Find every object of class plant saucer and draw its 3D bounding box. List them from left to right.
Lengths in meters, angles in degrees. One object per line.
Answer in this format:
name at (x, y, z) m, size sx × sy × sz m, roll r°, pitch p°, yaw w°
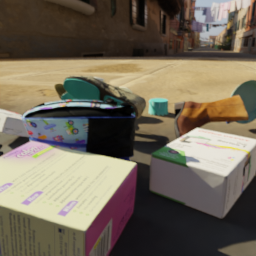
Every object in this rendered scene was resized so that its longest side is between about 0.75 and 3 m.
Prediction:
plant saucer at (3.969, -0.883, 9.457) m, size 1.515 × 1.515 × 0.272 m, roll -5°, pitch 20°, yaw -17°

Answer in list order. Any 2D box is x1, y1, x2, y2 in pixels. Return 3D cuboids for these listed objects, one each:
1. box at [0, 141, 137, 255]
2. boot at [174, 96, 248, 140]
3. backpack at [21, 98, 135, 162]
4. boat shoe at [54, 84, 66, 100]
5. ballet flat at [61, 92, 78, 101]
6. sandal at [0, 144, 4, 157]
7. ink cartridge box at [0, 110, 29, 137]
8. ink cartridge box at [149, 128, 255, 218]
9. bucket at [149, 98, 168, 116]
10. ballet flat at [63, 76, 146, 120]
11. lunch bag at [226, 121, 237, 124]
box at (-1.150, 1.127, 4.226) m, size 2.093 × 1.012 × 1.841 m, roll 11°, pitch 20°, yaw 16°
boot at (2.099, -0.123, 7.156) m, size 1.791 × 0.613 × 1.686 m, roll -4°, pitch 37°, yaw 14°
backpack at (-1.115, 0.139, 6.145) m, size 2.242 × 1.508 × 2.047 m, roll -2°, pitch 10°, yaw -16°
boat shoe at (-2.732, -1.350, 12.024) m, size 0.527 × 0.485 × 1.475 m, roll -26°, pitch 55°, yaw -29°
ballet flat at (-1.563, -1.201, 9.931) m, size 1.645 × 0.558 × 0.619 m, roll -17°, pitch 6°, yaw 20°
sandal at (-3.203, 0.750, 6.701) m, size 0.274 × 0.430 × 1.145 m, roll 31°, pitch 13°, yaw -15°
ink cartridge box at (-3.507, -0.166, 8.322) m, size 1.193 × 0.500 × 0.861 m, roll 22°, pitch 5°, yaw 42°
ink cartridge box at (1.628, 0.765, 5.768) m, size 1.501 × 0.870 × 2.073 m, roll 13°, pitch 22°, yaw 36°
bucket at (1.237, -0.866, 11.418) m, size 0.865 × 0.563 × 0.865 m, roll 0°, pitch 17°, yaw 0°
ballet flat at (-0.680, -1.076, 8.827) m, size 2.731 × 0.926 × 1.028 m, roll 23°, pitch 43°, yaw 15°
lunch bag at (3.114, -0.420, 8.544) m, size 0.516 × 0.530 × 0.781 m, roll -16°, pitch -12°, yaw 16°
